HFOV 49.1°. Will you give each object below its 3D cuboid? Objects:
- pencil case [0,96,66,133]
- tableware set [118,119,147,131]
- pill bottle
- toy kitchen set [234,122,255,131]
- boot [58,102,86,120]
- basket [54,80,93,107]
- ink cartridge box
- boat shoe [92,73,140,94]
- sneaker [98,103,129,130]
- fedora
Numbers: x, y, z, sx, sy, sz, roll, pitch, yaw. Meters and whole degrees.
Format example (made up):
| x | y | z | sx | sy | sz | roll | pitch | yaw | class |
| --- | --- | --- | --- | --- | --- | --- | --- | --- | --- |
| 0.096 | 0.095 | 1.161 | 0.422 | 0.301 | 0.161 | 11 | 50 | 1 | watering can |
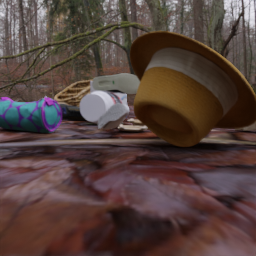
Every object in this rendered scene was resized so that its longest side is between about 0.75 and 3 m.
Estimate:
| x | y | z | sx | sy | sz | roll | pitch | yaw | class |
| --- | --- | --- | --- | --- | --- | --- | --- | --- | --- |
| -2.821 | -0.390 | 7.814 | 2.080 | 0.961 | 0.885 | 2 | 5 | 29 | pencil case |
| 0.774 | -0.077 | 8.045 | 2.141 | 0.248 | 1.788 | 3 | 6 | 9 | tableware set |
| -0.976 | -0.763 | 10.469 | 1.182 | 1.182 | 2.041 | 1 | 6 | 12 | pill bottle |
| 3.639 | -0.462 | 7.591 | 0.942 | 1.041 | 1.154 | 1 | -6 | -26 | toy kitchen set |
| -2.232 | -0.626 | 11.705 | 1.398 | 0.783 | 2.021 | 10 | 12 | 37 | boot |
| -3.091 | -1.758 | 16.161 | 2.003 | 2.091 | 2.807 | -4 | 8 | -38 | basket |
| -0.963 | -1.442 | 14.043 | 1.358 | 1.845 | 1.334 | 4 | 7 | 35 | ink cartridge box |
| -0.279 | -1.678 | 10.709 | 2.093 | 0.752 | 0.708 | 4 | 5 | 13 | boat shoe |
| -0.294 | -0.269 | 7.014 | 0.458 | 0.434 | 1.137 | 16 | -28 | -35 | sneaker |
| 0.855 | -0.446 | 5.014 | 2.732 | 1.114 | 2.732 | 35 | -13 | 9 | fedora |
